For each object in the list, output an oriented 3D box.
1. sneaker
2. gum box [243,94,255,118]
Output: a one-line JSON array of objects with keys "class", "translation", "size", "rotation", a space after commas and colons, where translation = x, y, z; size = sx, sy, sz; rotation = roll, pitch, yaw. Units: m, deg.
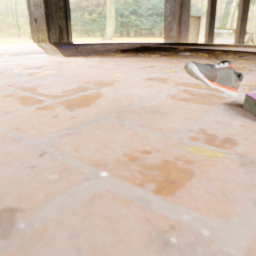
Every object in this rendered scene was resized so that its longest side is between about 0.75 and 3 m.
[{"class": "sneaker", "translation": [2.742, -1.773, 8.779], "size": [2.404, 0.984, 0.926], "rotation": [14, 20, -37]}, {"class": "gum box", "translation": [6.430, -0.866, 12.600], "size": [1.403, 0.817, 2.472], "rotation": [-1, 22, -3]}]
